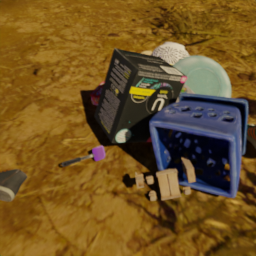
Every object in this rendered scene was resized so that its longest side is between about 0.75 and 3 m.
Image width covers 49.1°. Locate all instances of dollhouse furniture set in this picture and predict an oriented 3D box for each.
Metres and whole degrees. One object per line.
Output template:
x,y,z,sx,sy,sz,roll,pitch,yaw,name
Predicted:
1.151,1.643,8.806,1.760,0.912,0.779,-12,18,2,dollhouse furniture set

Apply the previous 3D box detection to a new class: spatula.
-1.529,1.056,9.781,1.688,0.477,0.173,-16,1,-30,spatula

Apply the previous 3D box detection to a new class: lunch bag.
-1.013,-1.624,13.011,1.439,0.669,1.634,5,36,22,lunch bag

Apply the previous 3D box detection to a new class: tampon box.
0.343,-1.073,10.210,2.130,2.842,1.794,0,34,-33,tampon box

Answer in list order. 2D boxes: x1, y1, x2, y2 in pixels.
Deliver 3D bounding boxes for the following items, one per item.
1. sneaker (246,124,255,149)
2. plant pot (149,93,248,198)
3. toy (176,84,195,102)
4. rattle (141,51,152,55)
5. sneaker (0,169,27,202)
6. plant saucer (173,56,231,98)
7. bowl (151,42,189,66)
4.857,0.203,10.243,0.777,0.870,2.178,16,21,-8,sneaker
2.388,0.320,8.815,2.521,2.522,2.267,11,43,31,plant pot
2.076,-1.400,11.049,1.739,1.001,0.411,44,45,-9,toy
1.703,-3.560,14.003,1.856,2.037,2.852,45,58,12,rattle
-4.280,1.689,9.042,1.862,0.696,0.989,16,35,8,sneaker
3.019,-1.690,11.675,2.968,0.571,2.968,1,82,-7,plant saucer
2.048,-3.364,13.144,2.242,1.052,2.242,13,8,-2,bowl
